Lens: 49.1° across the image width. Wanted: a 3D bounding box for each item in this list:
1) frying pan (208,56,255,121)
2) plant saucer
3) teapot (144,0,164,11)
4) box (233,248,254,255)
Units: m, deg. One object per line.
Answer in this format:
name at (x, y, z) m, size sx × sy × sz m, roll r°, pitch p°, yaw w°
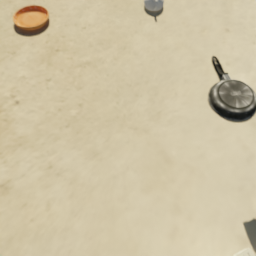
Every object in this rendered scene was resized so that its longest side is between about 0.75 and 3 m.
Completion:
frying pan at (3.705, -1.494, 9.769) m, size 1.695 × 0.456 × 2.801 m, roll 11°, pitch 61°, yaw 6°
plant saucer at (-4.063, -4.609, 11.793) m, size 1.502 × 0.281 × 1.502 m, roll 0°, pitch 57°, yaw 1°
teapot at (1.130, -5.610, 12.177) m, size 0.961 × 0.702 × 0.948 m, roll 36°, pitch 65°, yaw 20°
box at (2.062, 3.606, 6.313) m, size 2.057 × 0.703 × 0.845 m, roll -24°, pitch 61°, yaw -14°
